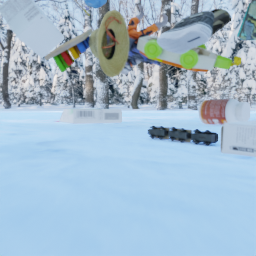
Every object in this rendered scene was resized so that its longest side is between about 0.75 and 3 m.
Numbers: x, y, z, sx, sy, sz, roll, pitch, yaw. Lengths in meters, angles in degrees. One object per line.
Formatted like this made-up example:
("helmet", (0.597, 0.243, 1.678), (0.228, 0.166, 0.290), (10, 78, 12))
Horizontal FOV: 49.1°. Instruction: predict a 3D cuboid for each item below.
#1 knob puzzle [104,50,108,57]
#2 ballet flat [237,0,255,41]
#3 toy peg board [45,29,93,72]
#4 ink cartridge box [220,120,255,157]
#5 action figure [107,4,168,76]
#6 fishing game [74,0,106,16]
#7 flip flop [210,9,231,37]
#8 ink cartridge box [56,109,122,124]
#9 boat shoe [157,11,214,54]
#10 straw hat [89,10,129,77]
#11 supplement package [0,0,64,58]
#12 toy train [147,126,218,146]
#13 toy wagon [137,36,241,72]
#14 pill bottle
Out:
("knob puzzle", (-0.926, -3.080, 11.575), (0.869, 0.869, 0.121), (2, 4, 30))
("ballet flat", (2.849, -2.709, 5.977), (0.621, 1.673, 0.621), (10, 20, -3))
("toy peg board", (-1.625, -2.313, 8.477), (1.298, 0.637, 1.303), (-22, 25, 17))
("ink cartridge box", (2.224, 0.126, 2.976), (1.807, 0.367, 1.803), (4, 6, 44))
("action figure", (0.548, -3.230, 11.077), (2.842, 2.749, 1.487), (38, 8, 26))
("fishing game", (-0.964, -4.018, 8.083), (1.450, 1.039, 0.225), (-47, 1, 37))
("flip flop", (2.363, -2.977, 7.732), (0.791, 0.562, 1.951), (-37, -2, 21))
("ink cartridge box", (-1.516, -0.449, 10.048), (1.780, 0.554, 2.211), (-2, 6, -31))
("boat shoe", (1.159, -1.879, 5.562), (0.557, 0.548, 1.546), (32, -8, -27))
("straw hat", (-0.720, -2.508, 8.353), (0.795, 1.879, 1.879), (12, 9, 26))
("supplement package", (-2.266, -2.447, 6.615), (0.770, 1.047, 1.001), (-40, -22, 4))
("toy train", (0.812, 0.101, 4.387), (0.303, 0.226, 1.323), (1, 3, -40))
("toy wagon", (1.765, -2.148, 8.186), (2.923, 0.578, 2.268), (20, 27, 13))
("pill bottle", (2.968, -0.490, 8.667), (0.784, 0.784, 1.398), (-4, 5, -43))
